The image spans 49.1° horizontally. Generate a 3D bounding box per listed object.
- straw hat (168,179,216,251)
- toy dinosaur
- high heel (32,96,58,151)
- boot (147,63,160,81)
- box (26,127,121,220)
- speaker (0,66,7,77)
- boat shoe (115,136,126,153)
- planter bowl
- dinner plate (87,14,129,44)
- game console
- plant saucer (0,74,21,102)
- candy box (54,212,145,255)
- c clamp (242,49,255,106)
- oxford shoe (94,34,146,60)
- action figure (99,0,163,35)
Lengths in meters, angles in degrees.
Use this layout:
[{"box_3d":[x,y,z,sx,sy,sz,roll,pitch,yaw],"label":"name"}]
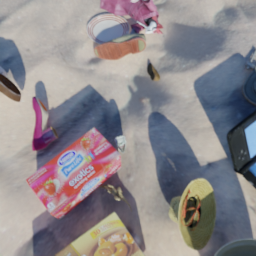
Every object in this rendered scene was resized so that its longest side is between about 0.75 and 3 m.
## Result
[{"box_3d":[1.590,2.284,7.714,0.847,2.000,2.000,-5,54,42],"label":"straw hat"},{"box_3d":[-0.293,1.937,8.147,1.223,0.618,0.356,35,77,14],"label":"toy dinosaur"},{"box_3d":[-3.057,-0.170,9.306,0.916,0.643,1.910,-31,70,0],"label":"high heel"},{"box_3d":[0.945,-2.065,10.451,0.319,0.311,0.846,6,52,-32],"label":"boot"},{"box_3d":[-1.490,1.313,8.138,2.456,1.172,1.224,-38,69,-18],"label":"box"},{"box_3d":[-5.258,-1.201,9.572,0.969,0.969,2.385,24,66,12],"label":"speaker"},{"box_3d":[-0.211,0.506,8.702,0.344,0.934,0.300,-18,66,-9],"label":"boat shoe"},{"box_3d":[2.946,3.922,6.452,2.163,1.456,2.163,-7,39,6],"label":"planter bowl"},{"box_3d":[-0.812,-3.978,11.423,1.740,0.211,1.740,0,63,-1],"label":"dinner plate"},{"box_3d":[4.548,0.563,8.323,2.634,2.317,1.533,-34,30,-17],"label":"game console"},{"box_3d":[-4.044,-1.404,9.260,0.231,1.339,1.339,-45,69,4],"label":"plant saucer"},{"box_3d":[-0.987,3.636,7.127,2.713,0.750,1.566,-33,64,-14],"label":"candy box"},{"box_3d":[5.404,-1.539,10.063,2.851,0.386,2.436,34,68,16],"label":"c clamp"},{"box_3d":[-0.289,-3.107,10.642,2.058,0.728,0.760,-5,44,15],"label":"oxford shoe"},{"box_3d":[0.303,-4.649,11.036,2.928,1.961,2.180,41,49,3],"label":"action figure"}]
